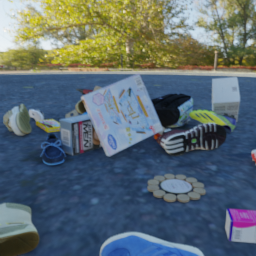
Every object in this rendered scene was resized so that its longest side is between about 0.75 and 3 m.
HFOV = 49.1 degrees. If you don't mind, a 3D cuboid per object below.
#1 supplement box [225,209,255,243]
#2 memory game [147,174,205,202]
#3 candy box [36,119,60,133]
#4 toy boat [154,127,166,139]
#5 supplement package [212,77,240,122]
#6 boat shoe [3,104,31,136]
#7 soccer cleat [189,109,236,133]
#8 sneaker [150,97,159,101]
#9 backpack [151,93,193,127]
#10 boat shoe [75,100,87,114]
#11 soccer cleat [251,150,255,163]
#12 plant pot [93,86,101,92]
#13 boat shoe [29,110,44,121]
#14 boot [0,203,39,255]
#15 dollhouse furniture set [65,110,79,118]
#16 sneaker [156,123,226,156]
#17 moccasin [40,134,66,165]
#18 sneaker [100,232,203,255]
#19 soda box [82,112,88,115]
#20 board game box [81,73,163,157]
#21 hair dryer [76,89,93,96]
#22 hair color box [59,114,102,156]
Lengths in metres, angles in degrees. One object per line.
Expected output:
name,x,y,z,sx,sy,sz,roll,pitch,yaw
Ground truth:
supplement box,2.146,1.712,4.871,0.802,0.406,0.414,2,15,9
memory game,1.128,1.406,6.641,1.384,0.088,1.384,0,14,0
candy box,-3.332,-0.099,12.024,0.793,0.205,1.552,-6,16,-35
toy boat,1.130,0.226,10.346,0.759,0.496,0.495,37,31,9
supplement package,4.203,-1.182,12.177,1.057,1.437,1.374,-2,56,15
boat shoe,-4.552,-0.225,11.428,0.865,0.945,2.530,-25,23,-8
soccer cleat,3.410,-0.274,11.452,1.899,0.794,0.614,12,-4,18
sneaker,1.528,-1.135,13.635,2.174,0.794,1.216,-18,-3,3
backpack,1.916,-0.790,12.331,1.841,1.735,2.257,4,34,36
boat shoe,-1.903,-1.212,15.036,0.877,0.977,2.641,-14,5,39
soccer cleat,3.948,0.810,7.529,0.624,0.774,1.818,-1,15,-4
plant pot,-0.903,-0.899,10.836,1.297,0.871,1.297,28,-5,3
boat shoe,-4.231,-0.594,13.288,0.470,0.497,1.385,-8,18,-38
boot,-2.285,1.715,4.696,1.390,0.501,1.075,-1,15,-26
dollhouse furniture set,-2.201,-0.140,12.096,0.540,0.858,0.971,-30,-25,-5
sneaker,2.040,0.237,9.519,2.378,0.900,1.374,-7,14,-22
moccasin,-2.375,0.616,8.576,0.713,0.604,1.771,-6,16,-22
sneaker,0.308,1.913,3.769,1.525,0.585,0.849,9,7,7
soda box,-1.304,-0.435,12.185,0.720,0.762,2.245,3,16,10
board game box,-0.161,-0.425,8.694,1.974,1.979,0.407,-24,5,-19
hair dryer,-1.446,-1.474,13.824,2.141,0.764,2.812,7,2,-16
hair color box,-1.214,0.105,9.548,0.664,1.084,2.189,13,20,40
